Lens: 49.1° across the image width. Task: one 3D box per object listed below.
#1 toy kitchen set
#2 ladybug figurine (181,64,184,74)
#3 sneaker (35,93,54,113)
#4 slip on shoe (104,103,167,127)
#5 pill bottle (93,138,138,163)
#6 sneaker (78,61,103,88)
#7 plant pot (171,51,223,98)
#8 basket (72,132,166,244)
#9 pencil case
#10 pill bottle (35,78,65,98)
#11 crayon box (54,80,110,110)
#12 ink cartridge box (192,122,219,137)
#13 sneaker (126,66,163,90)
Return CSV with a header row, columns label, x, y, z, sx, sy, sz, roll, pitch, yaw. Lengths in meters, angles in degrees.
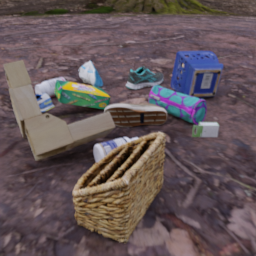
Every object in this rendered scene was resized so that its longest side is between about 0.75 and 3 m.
label,x,y,z,sx,sy,sz,roll,pitch,yaw
toy kitchen set,-2.507,-0.637,9.804,2.678,2.969,2.422,-20,-7,-23
ladybug figurine,3.121,-3.195,15.909,0.451,0.851,1.253,28,12,-4
sneaker,-3.993,-1.083,12.134,1.861,0.766,0.688,-4,26,31
slip on shoe,0.287,-0.615,11.249,2.520,0.958,0.763,-1,31,-7
pill bottle,-0.290,0.758,8.873,1.458,0.810,0.810,-13,31,-24
sneaker,-2.103,-2.793,15.519,0.976,0.925,2.417,-31,39,2
plant pot,3.443,-2.568,13.850,2.003,2.003,1.801,-3,33,-13
basket,-0.268,1.161,7.038,1.770,1.848,2.481,14,32,24
pencil case,2.012,-0.989,11.777,2.554,1.087,1.180,25,15,40
pill bottle,-3.807,-1.956,13.895,1.433,0.812,0.812,-25,37,-37
crayon box,-2.045,-1.460,12.404,2.190,0.638,1.301,7,23,-29
ink cartridge box,2.857,0.072,10.469,0.960,0.498,0.285,0,28,0
sneaker,0.984,-2.819,15.191,2.406,1.098,0.934,-19,36,-32
